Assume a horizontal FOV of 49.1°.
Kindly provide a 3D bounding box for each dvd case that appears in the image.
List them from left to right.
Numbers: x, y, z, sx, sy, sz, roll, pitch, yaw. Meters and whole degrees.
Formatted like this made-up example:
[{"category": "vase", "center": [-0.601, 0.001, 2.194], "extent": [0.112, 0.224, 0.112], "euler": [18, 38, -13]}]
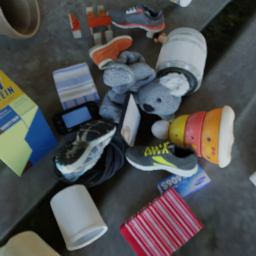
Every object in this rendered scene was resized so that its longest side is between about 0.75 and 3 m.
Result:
[{"category": "dvd case", "center": [0.042, -0.112, 8.096], "extent": [0.149, 1.699, 1.212], "euler": [9, 73, 15]}]

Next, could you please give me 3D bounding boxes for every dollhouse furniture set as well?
[{"category": "dollhouse furniture set", "center": [-1.450, -4.106, 10.990], "extent": [1.600, 0.833, 1.617], "euler": [-13, 61, -7]}]

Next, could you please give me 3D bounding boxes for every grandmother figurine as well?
[{"category": "grandmother figurine", "center": [1.215, -3.521, 10.975], "extent": [1.121, 0.339, 0.680], "euler": [28, 42, 19]}]

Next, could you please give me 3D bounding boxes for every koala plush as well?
[{"category": "koala plush", "center": [0.605, -1.149, 8.610], "extent": [2.301, 2.041, 2.115], "euler": [23, 46, 10]}]

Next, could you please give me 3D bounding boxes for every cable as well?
[{"category": "cable", "center": [-1.195, 0.916, 8.361], "extent": [2.186, 0.555, 1.784], "euler": [-40, 73, -22]}]

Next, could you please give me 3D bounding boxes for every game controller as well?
[{"category": "game controller", "center": [-1.665, -0.319, 9.118], "extent": [1.543, 0.325, 0.805], "euler": [-23, 63, -12]}]

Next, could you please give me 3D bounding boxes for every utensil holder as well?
[{"category": "utensil holder", "center": [-1.305, 2.283, 7.213], "extent": [1.081, 1.081, 1.271], "euler": [-27, 61, -14]}]

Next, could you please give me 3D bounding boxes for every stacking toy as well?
[{"category": "stacking toy", "center": [1.858, 0.187, 8.391], "extent": [2.399, 1.753, 1.753], "euler": [4, 58, 25]}]

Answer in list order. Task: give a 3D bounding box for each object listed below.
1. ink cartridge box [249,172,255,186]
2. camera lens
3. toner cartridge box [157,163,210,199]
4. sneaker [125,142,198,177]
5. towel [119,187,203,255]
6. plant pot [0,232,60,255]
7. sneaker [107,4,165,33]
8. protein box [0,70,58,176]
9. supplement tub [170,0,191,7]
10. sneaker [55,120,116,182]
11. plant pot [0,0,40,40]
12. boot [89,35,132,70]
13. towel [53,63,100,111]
[{"category": "ink cartridge box", "center": [4.908, 1.349, 7.779], "extent": [2.297, 0.962, 1.667], "euler": [-28, 65, -15]}, {"category": "camera lens", "center": [1.780, -2.182, 9.469], "extent": [1.550, 1.550, 1.937], "euler": [14, 62, 8]}, {"category": "toner cartridge box", "center": [1.585, 1.594, 8.033], "extent": [1.375, 0.297, 0.653], "euler": [-25, 63, -14]}, {"category": "sneaker", "center": [0.964, 0.718, 7.941], "extent": [2.101, 0.889, 0.782], "euler": [8, 43, 6]}, {"category": "towel", "center": [0.855, 2.599, 7.309], "extent": [1.843, 0.207, 1.333], "euler": [-35, 75, -11]}, {"category": "plant pot", "center": [-2.188, 3.352, 6.369], "extent": [1.607, 1.756, 1.756], "euler": [34, 65, 30]}, {"category": "sneaker", "center": [0.318, -4.593, 11.179], "extent": [2.411, 0.987, 0.929], "euler": [11, 61, 6]}, {"category": "protein box", "center": [-3.480, -0.213, 7.948], "extent": [2.226, 2.210, 1.502], "euler": [40, 69, 21]}, {"category": "supplement tub", "center": [2.035, -5.926, 11.927], "extent": [1.421, 1.026, 1.026], "euler": [35, 66, 19]}, {"category": "sneaker", "center": [-1.155, 0.609, 8.051], "extent": [0.870, 0.968, 2.242], "euler": [24, 48, 28]}, {"category": "plant pot", "center": [-4.882, -4.466, 10.604], "extent": [2.034, 2.333, 2.333], "euler": [-1, 59, 20]}, {"category": "boot", "center": [-0.512, -2.770, 10.394], "extent": [1.690, 0.634, 0.906], "euler": [-27, 67, -6]}, {"category": "towel", "center": [-1.841, -1.475, 9.845], "extent": [1.338, 0.217, 1.821], "euler": [-17, 62, -9]}]
